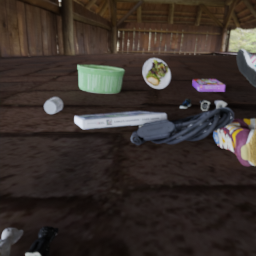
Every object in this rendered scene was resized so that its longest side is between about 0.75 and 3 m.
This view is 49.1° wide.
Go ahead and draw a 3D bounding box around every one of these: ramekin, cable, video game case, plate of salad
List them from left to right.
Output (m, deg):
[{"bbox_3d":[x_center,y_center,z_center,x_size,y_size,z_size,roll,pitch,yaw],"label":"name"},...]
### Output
[{"bbox_3d":[-1.590,-2.806,16.084,2.685,1.311,2.685,6,16,-2],"label":"ramekin"},{"bbox_3d":[-0.420,-0.313,9.542,2.588,0.332,2.847,-5,6,-15],"label":"video game case"},{"bbox_3d":[1.454,-2.711,13.850,1.574,1.574,0.378,-8,-5,-24],"label":"plate of salad"},{"bbox_3d":[1.673,-0.006,8.389,2.950,0.749,2.407,-13,-1,27],"label":"cable"}]

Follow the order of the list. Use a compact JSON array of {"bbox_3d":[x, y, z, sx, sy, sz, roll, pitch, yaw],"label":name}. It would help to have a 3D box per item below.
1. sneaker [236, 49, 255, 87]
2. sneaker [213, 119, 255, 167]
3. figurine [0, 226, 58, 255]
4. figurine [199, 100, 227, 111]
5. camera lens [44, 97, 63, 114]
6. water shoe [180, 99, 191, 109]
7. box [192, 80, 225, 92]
[{"bbox_3d":[4.173,-1.966,8.752,1.028,0.712,1.702,-9,48,-3],"label":"sneaker"},{"bbox_3d":[2.926,0.370,7.724,1.198,0.996,2.659,-2,10,25],"label":"sneaker"},{"bbox_3d":[-1.602,1.790,4.235,0.959,0.413,0.936,-1,10,-1],"label":"figurine"},{"bbox_3d":[3.806,-1.069,12.677,1.107,0.477,1.080,4,15,9],"label":"figurine"},{"bbox_3d":[-3.179,-0.955,11.999,0.611,0.611,0.764,3,19,9],"label":"camera lens"},{"bbox_3d":[2.628,-1.123,12.886,0.334,0.368,0.933,10,21,27],"label":"water shoe"},{"bbox_3d":[4.918,-2.641,17.329,1.494,0.427,2.183,1,18,1],"label":"box"}]
